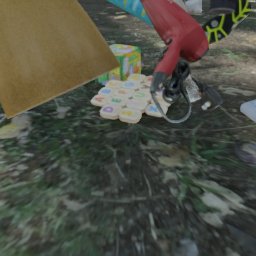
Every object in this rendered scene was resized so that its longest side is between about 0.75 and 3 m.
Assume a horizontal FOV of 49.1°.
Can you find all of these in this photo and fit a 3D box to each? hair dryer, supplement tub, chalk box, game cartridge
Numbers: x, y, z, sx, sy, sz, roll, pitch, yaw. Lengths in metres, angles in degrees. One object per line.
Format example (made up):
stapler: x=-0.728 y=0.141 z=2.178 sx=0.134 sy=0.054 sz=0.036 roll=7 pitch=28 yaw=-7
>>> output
hair dryer: x=0.970 y=-1.536 z=5.437 sx=0.751 sy=2.765 sz=2.106 roll=-30 pitch=-11 yaw=39
supplement tub: x=2.317 y=-3.599 z=6.577 sx=0.886 sy=1.656 sz=0.886 roll=5 pitch=11 yaw=-1
chalk box: x=-0.478 y=-2.277 z=10.499 sx=1.212 sy=1.218 sz=1.957 roll=15 pitch=35 yaw=24
game cartridge: x=4.398 y=-0.514 z=8.455 sx=1.763 sy=0.357 sz=1.175 roll=-7 pitch=35 yaw=-13

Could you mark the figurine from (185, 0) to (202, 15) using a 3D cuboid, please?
figurine: x=1.799 y=-4.374 z=10.009 sx=1.249 sy=0.551 sz=1.280 roll=-26 pitch=53 yaw=-22

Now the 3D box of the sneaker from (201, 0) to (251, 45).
sneaker: x=2.594 y=-2.792 z=7.735 sx=1.740 sy=0.656 sz=0.665 roll=-35 pitch=-3 yaw=-3

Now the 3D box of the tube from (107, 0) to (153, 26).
tube: x=-0.150 y=-3.796 z=7.747 sx=2.807 sy=1.087 sz=0.707 roll=35 pitch=31 yaw=8

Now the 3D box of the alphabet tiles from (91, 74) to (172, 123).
alphabet tiles: x=0.187 y=-1.045 z=9.060 sx=2.482 sy=0.185 sz=2.538 roll=12 pitch=43 yaw=22

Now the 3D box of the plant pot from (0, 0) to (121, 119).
plant pot: x=-1.982 y=-2.092 z=6.024 sx=2.742 sy=2.942 sz=2.742 roll=-23 pitch=12 yaw=5

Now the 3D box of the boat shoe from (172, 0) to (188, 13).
boat shoe: x=1.081 y=-4.040 z=8.047 sx=0.811 sy=2.427 sz=0.692 roll=-21 pitch=6 yaw=18
